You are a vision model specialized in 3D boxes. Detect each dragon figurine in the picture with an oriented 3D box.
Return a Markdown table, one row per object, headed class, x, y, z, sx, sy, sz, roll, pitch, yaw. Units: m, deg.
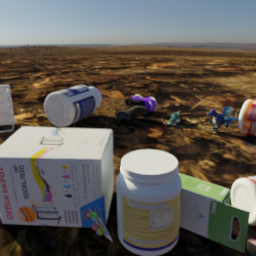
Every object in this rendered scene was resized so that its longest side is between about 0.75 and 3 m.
| class | x | y | z | sx | sy | sz | roll | pitch | yaw |
| --- | --- | --- | --- | --- | --- | --- | --- | --- | --- |
| dragon figurine | 4.328 | -0.468 | 12.276 | 2.375 | 1.181 | 0.699 | -11 | 65 | -26 |

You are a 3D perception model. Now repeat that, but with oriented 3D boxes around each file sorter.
| class | x | y | z | sx | sy | sz | roll | pitch | yaw |
| --- | --- | --- | --- | --- | --- | --- | --- | --- | --- |
| file sorter | -5.891 | -0.807 | 12.487 | 1.315 | 1.896 | 1.180 | -7 | 25 | -18 |

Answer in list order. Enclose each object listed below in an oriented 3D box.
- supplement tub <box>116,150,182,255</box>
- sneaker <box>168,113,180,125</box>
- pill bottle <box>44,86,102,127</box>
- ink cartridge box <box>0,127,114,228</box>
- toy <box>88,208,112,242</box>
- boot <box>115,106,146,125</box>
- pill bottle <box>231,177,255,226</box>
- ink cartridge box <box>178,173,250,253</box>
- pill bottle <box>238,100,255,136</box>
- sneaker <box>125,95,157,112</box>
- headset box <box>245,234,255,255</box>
| class | x | y | z | sx | sy | sz | roll | pitch | yaw |
| --- | --- | --- | --- | --- | --- | --- | --- | --- | --- |
| supplement tub | 0.429 | 1.530 | 5.893 | 1.347 | 1.853 | 1.347 | 0 | 20 | 0 |
| sneaker | 2.190 | -0.452 | 13.493 | 0.413 | 0.485 | 1.063 | 9 | 22 | 24 |
| pill bottle | -2.558 | -1.193 | 13.853 | 1.633 | 1.633 | 2.941 | 10 | 21 | 25 |
| ink cartridge box | -1.704 | 1.150 | 6.947 | 2.499 | 1.839 | 1.807 | 1 | 21 | 4 |
| toy | -0.638 | 2.116 | 5.946 | 0.192 | 0.812 | 0.467 | -34 | 36 | -28 |
| boot | 0.219 | -0.544 | 13.762 | 1.605 | 0.622 | 1.110 | -15 | 26 | -4 |
| pill bottle | 3.559 | 1.653 | 6.726 | 1.862 | 1.079 | 1.079 | -4 | 20 | -15 |
| ink cartridge box | 1.699 | 1.813 | 6.293 | 2.021 | 1.049 | 0.599 | 13 | 23 | 34 |
| pill bottle | 6.068 | -0.220 | 11.321 | 2.733 | 1.497 | 1.497 | 16 | 25 | 37 |
| sneaker | 0.616 | -1.268 | 15.500 | 1.123 | 0.785 | 2.258 | -16 | 20 | -29 |
| headset box | 3.096 | 2.402 | 5.292 | 1.626 | 0.628 | 1.210 | -14 | 24 | -38 |
